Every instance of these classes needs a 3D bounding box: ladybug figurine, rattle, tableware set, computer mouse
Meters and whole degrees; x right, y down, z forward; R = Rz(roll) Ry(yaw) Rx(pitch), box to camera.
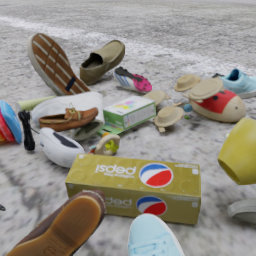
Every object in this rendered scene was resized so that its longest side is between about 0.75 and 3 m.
[{"bbox_3d":[2.931,-0.876,9.326,2.048,0.737,1.390,27,40,37],"label":"ladybug figurine"},{"bbox_3d":[-0.775,0.385,7.153,1.040,0.677,0.743,-18,57,-34],"label":"rattle"},{"bbox_3d":[1.585,-0.985,8.992,2.766,0.321,2.311,-30,29,2],"label":"tableware set"},{"bbox_3d":[-1.930,0.399,6.820,2.063,1.131,0.452,24,34,25],"label":"computer mouse"}]

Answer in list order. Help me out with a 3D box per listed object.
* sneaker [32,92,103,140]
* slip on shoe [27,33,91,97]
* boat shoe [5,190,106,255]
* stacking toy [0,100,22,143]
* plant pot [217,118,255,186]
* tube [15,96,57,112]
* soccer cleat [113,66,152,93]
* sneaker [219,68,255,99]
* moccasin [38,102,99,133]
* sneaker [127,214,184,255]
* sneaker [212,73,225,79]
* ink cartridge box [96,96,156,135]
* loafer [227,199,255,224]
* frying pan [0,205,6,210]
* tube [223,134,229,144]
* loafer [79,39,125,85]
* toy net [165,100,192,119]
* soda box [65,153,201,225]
[{"bbox_3d":[-1.807,-0.230,8.144,2.259,0.832,1.305,-15,49,8],"label":"sneaker"},{"bbox_3d":[-2.125,-1.573,8.645,0.867,2.861,1.088,4,55,43],"label":"slip on shoe"},{"bbox_3d":[-1.062,1.645,4.025,1.960,0.690,0.689,-40,0,4],"label":"boat shoe"},{"bbox_3d":[-3.973,0.129,7.655,1.879,1.091,1.031,-25,36,-13],"label":"stacking toy"},{"bbox_3d":[2.178,0.550,5.113,0.858,1.209,1.209,-38,38,-2],"label":"plant pot"},{"bbox_3d":[-2.989,-0.787,9.242,0.398,0.356,1.370,3,15,42],"label":"tube"},{"bbox_3d":[0.177,-1.758,10.951,1.744,0.753,0.609,33,57,18],"label":"soccer cleat"},{"bbox_3d":[4.250,-1.720,10.450,2.550,1.045,0.942,-19,37,-29],"label":"sneaker"},{"bbox_3d":[-1.536,-0.292,7.283,1.557,0.601,0.569,-12,27,2],"label":"moccasin"},{"bbox_3d":[0.355,2.084,3.686,0.904,1.002,2.446,-21,39,7],"label":"sneaker"},{"bbox_3d":[3.988,-1.994,11.406,1.404,0.537,0.804,-17,41,-17],"label":"sneaker"},{"bbox_3d":[-0.132,-0.391,8.494,1.835,0.544,0.953,-25,29,-32],"label":"ink cartridge box"},{"bbox_3d":[2.664,1.667,5.196,1.578,0.552,0.551,4,51,0],"label":"loafer"},{"bbox_3d":[-3.018,1.544,5.876,0.573,0.154,0.948,-23,35,-33],"label":"frying pan"},{"bbox_3d":[3.575,0.655,6.940,2.347,0.681,0.609,9,15,14],"label":"tube"},{"bbox_3d":[-1.035,-2.847,11.626,0.970,0.860,2.552,33,71,18],"label":"loafer"},{"bbox_3d":[1.591,-0.624,9.014,0.921,0.483,0.178,18,19,-3],"label":"toy net"},{"bbox_3d":[0.113,1.185,5.602,2.557,0.819,0.866,4,36,9],"label":"soda box"}]
